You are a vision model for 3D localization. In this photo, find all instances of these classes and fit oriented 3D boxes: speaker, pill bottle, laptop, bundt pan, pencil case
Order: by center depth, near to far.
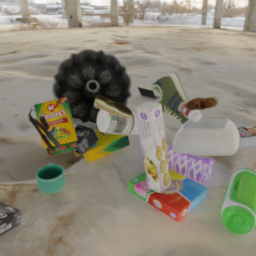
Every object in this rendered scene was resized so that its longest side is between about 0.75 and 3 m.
[{"bbox_3d":[3.197,1.982,7.854,0.911,0.911,2.060,13,29,24],"label":"speaker"},{"bbox_3d":[-0.236,-0.190,9.292,1.442,0.816,0.816,8,18,-34],"label":"pill bottle"},{"bbox_3d":[1.820,1.111,9.576,2.133,0.912,0.895,21,23,34],"label":"pencil case"},{"bbox_3d":[2.165,-0.540,9.738,0.454,0.454,0.809,-15,40,-27],"label":"pill bottle"},{"bbox_3d":[-1.359,-1.416,10.649,2.926,2.926,1.098,-5,-10,-9],"label":"bundt pan"},{"bbox_3d":[1.283,-2.120,16.375,1.082,0.669,1.155,19,32,32],"label":"laptop"}]

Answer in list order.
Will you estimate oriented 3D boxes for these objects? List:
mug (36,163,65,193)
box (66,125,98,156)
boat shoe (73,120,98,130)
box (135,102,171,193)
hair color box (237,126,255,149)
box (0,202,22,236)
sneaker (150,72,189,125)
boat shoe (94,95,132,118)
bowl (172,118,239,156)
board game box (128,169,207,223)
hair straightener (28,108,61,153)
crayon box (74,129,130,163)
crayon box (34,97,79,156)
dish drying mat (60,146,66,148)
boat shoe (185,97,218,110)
[{"bbox_3d":[-2.389,1.609,8.878,0.849,0.639,1.034,8,27,16],"label":"mug"},{"bbox_3d":[-1.742,0.416,10.167,0.894,0.534,0.909,17,50,40],"label":"box"},{"bbox_3d":[-1.504,-0.263,11.889,2.187,0.765,0.725,9,14,-38],"label":"boat shoe"},{"bbox_3d":[0.724,0.595,7.787,0.506,2.614,0.542,14,33,42],"label":"box"},{"bbox_3d":[5.038,0.350,11.534,1.759,0.533,0.871,-6,27,-13],"label":"hair color box"},{"bbox_3d":[-3.935,2.337,7.256,1.775,0.442,1.400,12,13,24],"label":"box"},{"bbox_3d":[1.856,-0.839,11.655,1.340,1.001,2.985,-20,68,-1],"label":"sneaker"},{"bbox_3d":[-0.458,-0.537,8.294,1.180,0.449,0.423,27,30,6],"label":"boat shoe"},{"bbox_3d":[2.656,0.195,9.598,2.120,0.791,2.117,0,17,25],"label":"bowl"},{"bbox_3d":[1.196,1.894,8.586,1.920,0.387,1.469,23,35,38],"label":"board game box"},{"bbox_3d":[-2.103,0.012,7.224,0.493,1.280,0.262,-27,17,6],"label":"hair straightener"},{"bbox_3d":[-1.159,0.573,10.845,2.078,0.528,1.319,-21,33,-18],"label":"crayon box"},{"bbox_3d":[-2.390,-0.036,9.389,1.123,1.770,0.449,-14,-7,-2],"label":"crayon box"},{"bbox_3d":[-2.421,0.594,11.478,1.552,0.141,0.596,-6,33,-15],"label":"dish drying mat"},{"bbox_3d":[2.329,-0.765,9.071,1.107,0.398,0.374,-6,16,41],"label":"boat shoe"}]
